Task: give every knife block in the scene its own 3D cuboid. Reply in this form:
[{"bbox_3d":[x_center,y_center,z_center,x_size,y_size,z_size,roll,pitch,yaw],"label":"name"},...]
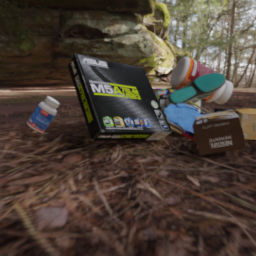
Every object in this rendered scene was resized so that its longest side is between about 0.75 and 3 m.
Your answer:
[{"bbox_3d":[3.922,-0.197,8.758,2.354,0.753,2.067,2,12,11],"label":"knife block"}]

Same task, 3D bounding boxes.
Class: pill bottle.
[{"bbox_3d":[2.983,-1.831,11.335,2.309,1.304,1.304,21,6,-12],"label":"pill bottle"},{"bbox_3d":[-2.534,-0.417,8.447,0.575,1.024,0.575,34,6,-4],"label":"pill bottle"}]

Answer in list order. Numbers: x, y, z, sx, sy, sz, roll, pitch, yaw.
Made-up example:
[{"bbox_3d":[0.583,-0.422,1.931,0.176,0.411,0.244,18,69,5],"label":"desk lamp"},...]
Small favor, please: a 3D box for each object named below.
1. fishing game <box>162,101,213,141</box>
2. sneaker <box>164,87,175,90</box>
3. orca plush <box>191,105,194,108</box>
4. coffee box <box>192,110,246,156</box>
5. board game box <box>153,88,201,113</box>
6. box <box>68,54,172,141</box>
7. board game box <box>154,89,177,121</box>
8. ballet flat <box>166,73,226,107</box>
[{"bbox_3d":[1.882,-0.256,8.880,1.681,0.365,2.348,29,34,20],"label":"fishing game"},{"bbox_3d":[1.417,-1.105,12.413,2.015,0.786,0.858,-36,16,-18],"label":"sneaker"},{"bbox_3d":[2.570,-1.026,12.220,0.581,1.105,0.393,-30,21,47],"label":"orca plush"},{"bbox_3d":[2.178,0.063,6.843,1.029,0.717,1.799,-12,5,18],"label":"coffee box"},{"bbox_3d":[2.347,-1.376,14.004,1.160,1.181,2.252,-10,14,-43],"label":"board game box"},{"bbox_3d":[-0.189,-0.763,7.496,2.414,2.332,0.574,2,-31,-40],"label":"box"},{"bbox_3d":[1.353,-0.804,10.636,0.439,1.280,1.549,8,13,36],"label":"board game box"},{"bbox_3d":[2.464,-1.291,10.366,2.454,0.827,0.782,-25,-27,-13],"label":"ballet flat"}]
